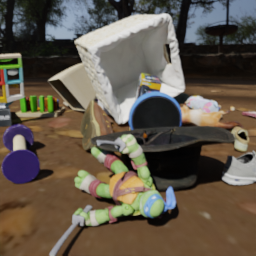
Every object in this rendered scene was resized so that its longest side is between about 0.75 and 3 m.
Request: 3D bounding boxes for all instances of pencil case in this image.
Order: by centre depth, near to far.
[{"bbox_3d":[3.169,-0.915,12.046,0.810,0.743,1.787,-29,16,-1],"label":"pencil case"}]

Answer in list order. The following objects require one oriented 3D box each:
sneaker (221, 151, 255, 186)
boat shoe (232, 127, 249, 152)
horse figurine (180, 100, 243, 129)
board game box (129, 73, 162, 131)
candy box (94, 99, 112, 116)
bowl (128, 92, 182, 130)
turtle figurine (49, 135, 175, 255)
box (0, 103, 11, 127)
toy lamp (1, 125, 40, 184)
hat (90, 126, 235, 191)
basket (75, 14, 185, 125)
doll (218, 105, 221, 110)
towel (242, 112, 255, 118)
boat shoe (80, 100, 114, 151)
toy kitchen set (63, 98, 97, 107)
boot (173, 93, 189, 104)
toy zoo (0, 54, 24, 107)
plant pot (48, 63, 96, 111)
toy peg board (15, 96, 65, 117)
[{"bbox_3d":[2.502,0.732,5.389,1.432,0.587,0.535,-5,14,-19],"label":"sneaker"},{"bbox_3d":[3.043,0.225,7.504,0.406,0.364,1.096,14,31,3],"label":"boat shoe"},{"bbox_3d":[2.577,-0.374,9.799,2.654,0.663,1.759,17,32,35],"label":"horse figurine"},{"bbox_3d":[0.472,-0.638,8.327,0.597,1.740,2.105,11,17,0],"label":"board game box"},{"bbox_3d":[-0.475,-0.967,12.585,1.437,0.613,1.713,-11,17,-40],"label":"candy box"},{"bbox_3d":[0.707,-0.219,7.184,1.390,1.390,0.273,0,15,-1],"label":"bowl"},{"bbox_3d":[-0.378,0.697,4.051,1.797,1.293,1.742,-2,7,-27],"label":"turtle figurine"},{"bbox_3d":[-5.838,-0.529,10.715,2.301,0.625,2.872,-7,15,-26],"label":"box"},{"bbox_3d":[-2.483,0.433,6.368,0.762,0.762,2.618,-5,13,-21],"label":"toy lamp"},{"bbox_3d":[0.612,0.577,5.163,2.555,1.031,2.555,-3,5,0],"label":"hat"},{"bbox_3d":[0.070,-2.299,10.227,2.992,2.965,2.406,-27,34,-11],"label":"basket"},{"bbox_3d":[3.826,-0.866,12.987,1.017,0.247,0.694,-18,29,-36],"label":"doll"},{"bbox_3d":[5.766,-0.545,11.843,1.483,0.169,1.069,-2,11,-14],"label":"towel"},{"bbox_3d":[-0.847,-0.030,7.892,0.789,0.841,2.337,19,23,-21],"label":"boat shoe"},{"bbox_3d":[-2.407,-1.315,14.568,1.433,1.148,0.844,39,19,3],"label":"toy kitchen set"},{"bbox_3d":[2.431,-1.713,15.767,1.615,0.617,1.357,-10,19,-13],"label":"boot"},{"bbox_3d":[-4.234,-1.565,9.587,1.217,1.855,0.190,-13,35,-32],"label":"toy zoo"},{"bbox_3d":[-2.210,-1.954,12.536,1.575,1.779,1.777,-48,26,-18],"label":"plant pot"},{"bbox_3d":[-3.864,-1.052,12.459,1.751,0.857,1.744,0,13,-1],"label":"toy peg board"}]
